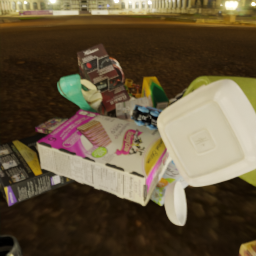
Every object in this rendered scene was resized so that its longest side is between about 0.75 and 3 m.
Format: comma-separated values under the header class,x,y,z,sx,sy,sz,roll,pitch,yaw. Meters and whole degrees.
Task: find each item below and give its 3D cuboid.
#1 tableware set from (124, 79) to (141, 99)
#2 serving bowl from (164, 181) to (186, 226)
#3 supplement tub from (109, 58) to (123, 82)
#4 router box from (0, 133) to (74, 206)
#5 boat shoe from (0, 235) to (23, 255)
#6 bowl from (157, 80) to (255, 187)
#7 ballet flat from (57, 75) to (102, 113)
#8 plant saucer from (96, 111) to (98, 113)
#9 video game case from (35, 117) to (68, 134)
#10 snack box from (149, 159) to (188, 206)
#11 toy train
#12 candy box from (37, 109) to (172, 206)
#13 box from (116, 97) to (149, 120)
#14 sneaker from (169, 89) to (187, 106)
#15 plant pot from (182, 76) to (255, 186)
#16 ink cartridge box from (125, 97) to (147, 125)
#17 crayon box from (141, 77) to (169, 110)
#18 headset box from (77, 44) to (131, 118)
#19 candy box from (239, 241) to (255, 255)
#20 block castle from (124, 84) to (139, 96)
class,x,y,z,sx,sy,sz,roll,pitch,yaw
tableware set,0.264,-1.514,12.522,1.516,0.345,2.250,-4,40,-26
serving bowl,0.965,1.586,5.897,0.295,0.898,0.898,-9,21,25
supplement tub,-1.046,-3.089,15.417,1.350,1.350,2.524,-4,27,-8
router box,-2.767,1.017,7.802,1.775,0.590,2.258,-17,30,-31
boat shoe,-2.960,2.464,4.762,2.195,0.688,0.803,-13,32,-23
bowl,1.543,0.191,5.463,1.886,1.883,0.704,-28,-4,31
ballet flat,-1.236,-0.911,8.389,0.797,0.763,2.266,-17,-20,10
plant saucer,-1.049,-1.363,11.815,1.557,1.557,0.213,-15,7,-28
video game case,-2.657,-0.071,10.398,1.033,0.204,1.140,10,26,27
snack box,1.002,1.092,7.673,2.083,0.552,1.481,-24,35,-39
toy train,0.637,-0.248,6.995,1.177,0.510,0.672,16,18,0
candy box,-0.499,0.568,7.048,2.883,0.879,1.966,15,34,20
box,0.137,-0.577,8.388,1.000,0.206,0.780,-14,33,4
sneaker,2.147,-0.766,9.914,2.175,0.821,1.238,-40,26,-29
plant pot,2.721,-0.062,6.566,2.917,2.730,2.730,19,22,-14
ink cartridge box,0.088,-0.171,9.038,0.839,1.432,0.482,25,18,-31
crayon box,0.842,-0.692,9.638,0.472,1.619,1.397,-8,45,-15
headset box,-0.812,-1.325,10.003,0.968,2.580,1.918,-25,-10,-12
candy box,2.838,2.414,5.204,1.267,0.358,0.739,-10,28,-14
block castle,0.084,-1.821,13.650,0.924,0.618,0.434,3,18,5
